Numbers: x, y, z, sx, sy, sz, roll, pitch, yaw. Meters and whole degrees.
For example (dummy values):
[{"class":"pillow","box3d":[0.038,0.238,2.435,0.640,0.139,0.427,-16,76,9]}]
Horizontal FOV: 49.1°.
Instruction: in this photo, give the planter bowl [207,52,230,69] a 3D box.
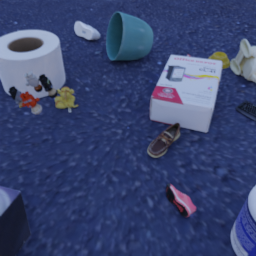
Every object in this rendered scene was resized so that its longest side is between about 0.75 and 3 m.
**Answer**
[{"class":"planter bowl","box3d":[4.047,-3.080,12.446,1.054,0.439,1.054,0,41,0]}]

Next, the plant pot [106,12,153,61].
[{"class":"plant pot","box3d":[0.120,-3.909,12.336,1.611,2.007,2.007,1,39,-25]}]

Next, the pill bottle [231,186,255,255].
[{"class":"pill bottle","box3d":[2.984,1.833,5.582,1.334,2.229,1.334,0,42,0]}]

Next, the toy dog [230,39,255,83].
[{"class":"toy dog","box3d":[5.615,-2.694,11.300,2.094,1.461,2.030,-7,47,-11]}]

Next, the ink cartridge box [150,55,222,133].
[{"class":"ink cartridge box","box3d":[2.078,-1.309,9.822,2.002,1.161,2.712,12,48,15]}]

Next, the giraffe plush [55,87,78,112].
[{"class":"giraffe plush","box3d":[-2.245,-1.118,9.997,0.811,0.762,0.940,-23,46,-23]}]

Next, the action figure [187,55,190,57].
[{"class":"action figure","box3d":[3.005,-2.755,12.137,0.541,0.427,1.654,-18,42,-15]}]

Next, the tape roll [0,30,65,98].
[{"class":"tape roll","box3d":[-3.765,-2.478,10.821,2.461,1.690,2.461,0,42,0]}]

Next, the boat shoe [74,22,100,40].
[{"class":"boat shoe","box3d":[-2.123,-5.022,14.513,0.654,0.687,1.909,-5,28,-41]}]

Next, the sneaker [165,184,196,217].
[{"class":"sneaker","box3d":[1.324,1.809,7.108,0.423,0.360,0.976,-12,46,-31]}]

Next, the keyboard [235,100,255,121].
[{"class":"keyboard","box3d":[4.859,-0.469,9.712,1.216,0.197,1.914,-29,50,-29]}]

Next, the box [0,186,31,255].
[{"class":"box","box3d":[-3.712,2.266,5.391,2.493,1.536,2.473,10,33,11]}]

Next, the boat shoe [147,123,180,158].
[{"class":"boat shoe","box3d":[1.127,0.322,8.499,0.529,0.528,1.466,38,54,23]}]

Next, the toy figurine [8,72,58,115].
[{"class":"toy figurine","box3d":[-2.555,-0.941,7.571,1.018,0.719,1.034,17,60,35]}]
